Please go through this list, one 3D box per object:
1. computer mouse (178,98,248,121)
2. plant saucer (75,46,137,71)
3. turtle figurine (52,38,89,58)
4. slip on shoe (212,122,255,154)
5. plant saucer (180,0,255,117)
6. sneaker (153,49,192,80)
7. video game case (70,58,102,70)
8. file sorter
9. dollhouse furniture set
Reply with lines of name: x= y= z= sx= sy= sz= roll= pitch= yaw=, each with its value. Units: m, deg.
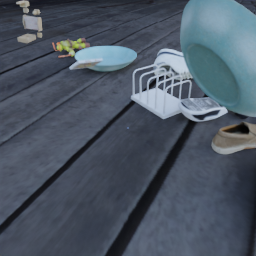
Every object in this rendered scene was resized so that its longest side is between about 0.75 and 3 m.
computer mouse: x=2.742 y=-0.624 z=9.341 sx=2.534 sy=0.556 sz=1.389 roll=-7 pitch=37 yaw=-21
plant saucer: x=-1.053 y=-3.254 z=13.406 sx=2.929 sy=0.564 sz=2.929 roll=1 pitch=32 yaw=0
turtle figurine: x=-3.139 y=-4.488 z=15.184 sx=1.814 sy=0.724 sz=2.249 roll=-18 pitch=36 yaw=-25
slip on shoe: x=3.356 y=0.143 z=7.981 sx=2.135 sy=0.647 sz=0.812 roll=-11 pitch=34 yaw=-17
plant saucer: x=1.756 y=-1.131 z=5.333 sx=0.523 sy=2.719 sz=2.719 roll=-37 pitch=41 yaw=-6
sneaker: x=2.557 y=-2.529 z=12.041 sx=2.917 sy=1.115 sz=1.174 roll=9 pitch=52 yaw=14
video game case: x=-1.225 y=-1.847 z=8.111 sx=0.729 sy=0.092 sz=0.801 roll=-14 pitch=4 yaw=-28
file sorter: x=1.153 y=-1.349 z=9.874 sx=1.281 sy=1.150 sz=1.847 roll=-21 pitch=39 yaw=-29
dollhouse furniture set: x=-3.036 y=-3.215 z=8.547 sx=0.587 sy=1.132 sz=0.501 roll=14 pitch=35 yaw=13
